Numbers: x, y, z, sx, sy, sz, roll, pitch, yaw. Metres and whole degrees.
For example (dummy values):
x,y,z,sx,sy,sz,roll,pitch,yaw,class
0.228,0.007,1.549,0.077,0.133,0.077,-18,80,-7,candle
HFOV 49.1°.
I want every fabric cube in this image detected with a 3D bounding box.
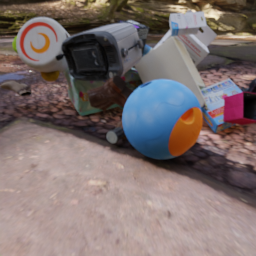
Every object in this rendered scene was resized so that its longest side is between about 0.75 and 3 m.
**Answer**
x,y,z,sx,sy,sz,roll,pitch,yaw,class
3.347,-0.547,8.157,0.780,0.795,0.793,7,-8,-20,fabric cube

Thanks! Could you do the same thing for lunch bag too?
x,y,z,sx,sy,sz,roll,pitch,yaw,class
-0.884,-1.818,11.283,2.993,1.825,2.549,-14,26,-17,lunch bag

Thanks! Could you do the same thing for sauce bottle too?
x,y,z,sx,sy,sz,roll,pitch,yaw,class
0.010,-0.003,8.516,0.588,0.588,1.819,12,26,27,sauce bottle

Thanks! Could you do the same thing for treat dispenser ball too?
x,y,z,sx,sy,sz,roll,pitch,yaw,class
0.861,-0.212,7.175,2.030,2.030,2.030,0,23,0,treat dispenser ball

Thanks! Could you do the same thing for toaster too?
x,y,z,sx,sy,sz,roll,pitch,yaw,class
-0.843,-2.451,9.053,2.672,1.518,1.726,4,30,37,toaster

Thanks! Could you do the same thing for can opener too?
x,y,z,sx,sy,sz,roll,pitch,yaw,class
4.258,-1.143,9.261,0.831,1.030,2.620,0,-10,9,can opener

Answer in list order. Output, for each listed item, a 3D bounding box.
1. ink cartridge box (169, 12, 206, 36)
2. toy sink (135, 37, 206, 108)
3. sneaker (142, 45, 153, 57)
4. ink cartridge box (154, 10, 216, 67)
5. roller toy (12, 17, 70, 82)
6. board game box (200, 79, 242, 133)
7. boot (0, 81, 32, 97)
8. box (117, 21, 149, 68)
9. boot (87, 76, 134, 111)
x,y,z,sx,sy,sz,roll,pitch,yaw,class
1.969,-3.456,9.315,1.120,0.645,0.380,-4,-21,2,ink cartridge box
1.626,-1.560,9.844,1.635,2.508,1.405,-30,-10,27,toy sink
0.535,-2.852,10.817,0.480,1.066,0.418,42,53,-7,sneaker
1.974,-2.958,10.976,1.605,2.768,0.939,38,28,-13,ink cartridge box
-2.975,-2.937,10.362,2.023,1.846,1.414,46,3,6,roller toy
3.114,-0.766,9.255,1.566,0.438,1.534,-21,54,-11,board game box
-4.241,-1.467,10.709,1.030,0.362,0.753,-16,50,-38,boot
0.042,-2.977,10.023,0.896,1.466,0.777,34,37,29,box
-0.408,-0.710,8.655,1.767,1.647,0.568,-20,21,52,boot
